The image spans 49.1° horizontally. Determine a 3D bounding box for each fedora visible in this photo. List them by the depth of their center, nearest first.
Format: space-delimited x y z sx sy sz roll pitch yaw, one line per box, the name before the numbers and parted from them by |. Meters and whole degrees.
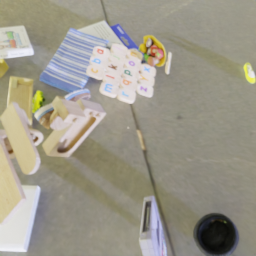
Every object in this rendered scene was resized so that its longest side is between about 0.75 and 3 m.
fedora | 2.560 3.234 8.322 1.355 0.619 1.355 -1 57 1

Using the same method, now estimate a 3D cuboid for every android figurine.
android figurine | -3.583 -1.012 11.054 0.984 0.202 0.896 18 93 48

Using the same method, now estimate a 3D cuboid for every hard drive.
hard drive | -4.478 2.747 8.780 2.991 0.399 1.973 1 56 1

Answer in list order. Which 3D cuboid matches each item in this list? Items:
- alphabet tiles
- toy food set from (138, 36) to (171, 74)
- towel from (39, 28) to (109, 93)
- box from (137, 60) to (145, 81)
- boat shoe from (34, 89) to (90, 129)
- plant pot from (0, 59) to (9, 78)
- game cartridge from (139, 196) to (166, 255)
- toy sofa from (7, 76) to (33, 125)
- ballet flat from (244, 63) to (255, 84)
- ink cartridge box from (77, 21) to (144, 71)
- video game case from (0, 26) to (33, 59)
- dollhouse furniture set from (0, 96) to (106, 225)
alphabet tiles | -0.229 -2.279 11.415 2.764 0.206 2.826 18 56 -11
toy food set | 1.011 -3.127 11.894 0.609 1.097 1.864 -23 55 -25
towel | -2.342 -2.898 12.019 2.053 0.338 2.836 23 77 18
box | 0.328 -2.503 12.215 0.797 0.456 0.876 4 57 3
boat shoe | -2.362 -0.690 10.849 2.393 0.864 0.866 -33 86 -29
plant pot | -5.821 -2.597 12.129 0.817 0.817 0.720 7 68 5
game cartridge | 0.696 2.941 7.334 0.444 2.314 1.500 -17 98 9
toy sofa | -4.242 -0.870 10.973 0.902 1.063 2.178 5 52 -23
ballet flat | 5.307 -2.415 12.229 0.343 0.344 1.027 -2 57 -1
ink cartridge box | -1.051 -3.897 13.077 2.772 0.563 2.767 -25 60 -16
video game case | -5.839 -3.795 12.476 2.703 0.352 2.970 -13 42 -19
dollhouse furniture set | -2.099 0.813 8.298 2.831 2.977 2.426 -47 59 21
